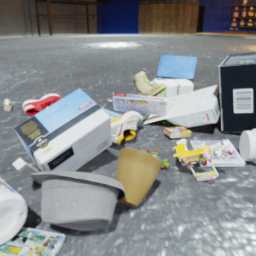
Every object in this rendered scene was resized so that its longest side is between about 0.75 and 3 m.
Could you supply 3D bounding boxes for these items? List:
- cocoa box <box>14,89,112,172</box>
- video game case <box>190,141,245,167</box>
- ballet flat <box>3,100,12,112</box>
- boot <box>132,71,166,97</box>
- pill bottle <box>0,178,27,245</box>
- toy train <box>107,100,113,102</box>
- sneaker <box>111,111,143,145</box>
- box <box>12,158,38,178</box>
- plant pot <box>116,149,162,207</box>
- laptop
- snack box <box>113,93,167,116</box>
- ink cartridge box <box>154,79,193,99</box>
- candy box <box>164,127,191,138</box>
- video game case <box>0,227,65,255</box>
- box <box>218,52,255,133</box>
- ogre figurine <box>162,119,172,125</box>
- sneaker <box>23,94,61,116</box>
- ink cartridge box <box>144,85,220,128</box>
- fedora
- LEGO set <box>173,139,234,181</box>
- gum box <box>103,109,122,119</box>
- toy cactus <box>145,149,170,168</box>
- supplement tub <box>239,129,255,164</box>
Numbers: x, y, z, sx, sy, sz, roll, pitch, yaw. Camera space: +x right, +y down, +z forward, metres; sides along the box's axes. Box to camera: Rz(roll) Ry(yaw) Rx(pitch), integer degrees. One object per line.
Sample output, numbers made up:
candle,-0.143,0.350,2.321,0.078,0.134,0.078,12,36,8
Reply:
cocoa box,-1.692,0.233,7.710,2.134,1.423,1.400,-36,63,-23
video game case,2.857,0.807,9.143,1.366,0.172,1.499,0,24,-1
ballet flat,-5.652,-1.106,13.154,0.409,0.404,1.202,-11,26,-23
boot,0.952,-2.120,13.460,0.637,1.361,1.751,-20,-2,-38
pill bottle,-3.147,1.448,5.849,2.038,1.159,1.159,25,34,33
toy train,-0.406,-1.275,13.259,1.133,0.315,0.851,23,13,37
sneaker,-0.063,0.079,10.038,0.916,0.868,2.230,37,34,18
box,-2.559,1.053,7.103,0.223,1.151,0.239,42,76,15
plant pot,0.129,1.269,6.861,1.105,1.105,1.186,11,67,23
laptop,2.772,-3.506,17.231,2.394,1.482,2.557,9,26,21
snack box,0.462,-0.924,11.007,2.109,0.758,0.256,7,48,8
ink cartridge box,2.360,-2.050,14.824,1.811,0.761,1.318,-3,24,-7
candy box,1.821,0.169,10.372,0.860,0.243,0.502,-1,21,-24
video game case,-2.247,2.496,5.349,1.614,0.178,1.471,5,24,13
box,4.549,-1.448,10.902,1.602,2.586,2.542,0,22,26
ogre figurine,1.746,-0.413,11.583,0.976,0.479,0.585,-21,47,-11
sneaker,-3.814,-0.943,12.692,1.754,0.687,1.013,-20,37,-14
ink cartridge box,2.360,-0.717,11.568,2.895,0.726,2.348,-15,22,34
fedora,-1.100,1.605,5.894,2.099,1.856,0.948,-1,62,13
LEGO set,1.967,0.927,8.115,1.084,0.877,2.357,-33,9,-21
gum box,-1.160,-0.161,10.919,1.624,0.426,1.912,21,32,32
toy cactus,0.823,0.886,8.239,0.850,0.434,0.701,41,6,23
supplement tub,4.302,0.570,8.540,1.491,1.081,1.081,1,24,3
